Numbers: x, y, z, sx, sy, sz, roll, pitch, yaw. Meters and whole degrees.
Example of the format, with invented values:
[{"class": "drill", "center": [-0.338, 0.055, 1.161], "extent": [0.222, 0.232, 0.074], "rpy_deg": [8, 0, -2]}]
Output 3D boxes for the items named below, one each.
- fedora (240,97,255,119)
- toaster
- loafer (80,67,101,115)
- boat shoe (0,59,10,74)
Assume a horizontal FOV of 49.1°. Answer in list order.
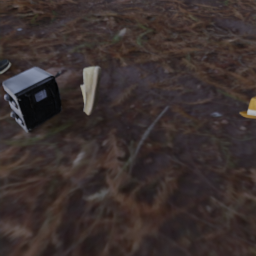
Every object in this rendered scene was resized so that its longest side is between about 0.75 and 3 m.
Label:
[{"class": "fedora", "center": [3.642, -0.558, 7.427], "extent": [1.286, 0.524, 1.286], "rpy_deg": [-3, 10, 0]}, {"class": "toaster", "center": [-3.113, -1.015, 9.398], "extent": [1.056, 1.609, 1.779], "rpy_deg": [32, 53, 29]}, {"class": "loafer", "center": [-0.770, -0.752, 5.597], "extent": [0.348, 1.018, 0.385], "rpy_deg": [16, 23, 8]}, {"class": "boat shoe", "center": [-5.757, -2.477, 11.629], "extent": [0.643, 0.605, 1.791], "rpy_deg": [33, 52, 31]}]
